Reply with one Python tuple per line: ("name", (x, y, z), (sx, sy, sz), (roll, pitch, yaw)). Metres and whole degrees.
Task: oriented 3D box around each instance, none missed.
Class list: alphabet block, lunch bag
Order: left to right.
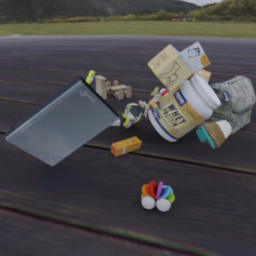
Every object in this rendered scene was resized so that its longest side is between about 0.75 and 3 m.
("alphabet block", (1.406, -1.987, 9.356), (1.003, 0.979, 0.984), (-39, 32, 12))
("lunch bag", (4.217, -1.052, 11.892), (2.445, 2.050, 1.703), (-21, 32, -40))

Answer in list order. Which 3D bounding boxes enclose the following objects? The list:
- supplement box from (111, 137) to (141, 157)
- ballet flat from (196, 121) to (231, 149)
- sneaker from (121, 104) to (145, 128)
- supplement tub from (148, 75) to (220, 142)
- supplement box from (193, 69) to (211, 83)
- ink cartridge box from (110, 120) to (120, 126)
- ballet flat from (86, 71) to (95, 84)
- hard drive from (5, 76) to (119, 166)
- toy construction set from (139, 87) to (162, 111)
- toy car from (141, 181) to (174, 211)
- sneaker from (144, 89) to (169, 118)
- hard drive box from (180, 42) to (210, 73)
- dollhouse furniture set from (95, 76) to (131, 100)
("supplement box", (-0.070, 0.663, 10.053), (1.087, 0.374, 0.362), (-17, 41, -32))
("ballet flat", (2.651, 0.129, 8.521), (0.837, 0.785, 2.315), (-27, -5, 6))
("sneaker", (0.305, -0.596, 11.356), (0.828, 0.728, 1.956), (-23, -5, -22))
("supplement tub", (2.078, -0.731, 10.486), (2.286, 1.651, 1.651), (-40, 9, 26))
("supplement box", (2.909, -1.932, 11.330), (0.599, 0.350, 0.951), (24, 56, 4))
("ink cartridge box", (-0.957, -0.283, 12.440), (1.165, 0.216, 0.552), (1, 26, -7))
("ballet flat", (-1.687, -2.251, 12.588), (0.263, 0.262, 0.783), (7, 58, 15))
("hard drive", (-1.864, -0.098, 8.241), (2.724, 1.901, 0.448), (-35, 46, 10))
("toy construction set", (0.840, -0.981, 10.082), (0.934, 0.612, 0.430), (-34, -12, 9))
("toy car", (0.767, 1.695, 7.296), (0.870, 0.652, 0.761), (5, 28, 15))
("sneaker", (1.488, -1.000, 12.466), (0.926, 0.586, 1.646), (27, 73, 40))
("hard drive box", (2.227, -2.399, 10.110), (1.163, 0.906, 0.447), (-30, 6, 21))
("dollhouse furniture set", (-0.900, -2.398, 16.044), (1.771, 1.176, 1.552), (-14, 27, -28))
